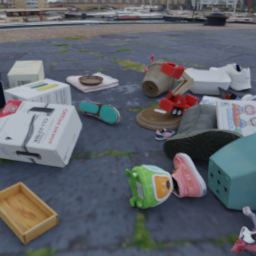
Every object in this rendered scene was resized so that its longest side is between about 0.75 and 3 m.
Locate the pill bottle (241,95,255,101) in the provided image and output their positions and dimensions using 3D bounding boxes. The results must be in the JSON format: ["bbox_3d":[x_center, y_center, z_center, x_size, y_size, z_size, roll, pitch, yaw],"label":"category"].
[{"bbox_3d":[4.900,-0.478,10.004,0.998,0.998,1.798,-15,30,-29],"label":"pill bottle"}]

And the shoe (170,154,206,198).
[{"bbox_3d":[1.323,1.175,7.140,0.700,0.550,1.538,-1,30,-15],"label":"shoe"}]

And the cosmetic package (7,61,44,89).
[{"bbox_3d":[-5.185,-2.644,14.427,1.449,1.023,2.800,-5,27,-12],"label":"cosmetic package"}]

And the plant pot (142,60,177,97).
[{"bbox_3d":[1.351,-2.174,13.200,1.547,1.547,1.343,15,46,28],"label":"plant pot"}]

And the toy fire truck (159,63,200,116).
[{"bbox_3d":[1.917,-1.320,10.197,2.388,1.684,0.582,5,24,-43],"label":"toy fire truck"}]

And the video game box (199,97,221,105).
[{"bbox_3d":[3.716,-0.984,11.865,1.215,0.284,1.107,11,25,21],"label":"video game box"}]

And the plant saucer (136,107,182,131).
[{"bbox_3d":[1.230,-0.396,10.698,1.888,0.278,1.888,-1,25,0],"label":"plant saucer"}]

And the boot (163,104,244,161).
[{"bbox_3d":[2.554,0.028,8.784,2.524,1.007,2.777,1,19,31],"label":"boot"}]

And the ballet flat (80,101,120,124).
[{"bbox_3d":[-0.989,-0.613,10.820,1.942,0.671,0.691,18,2,30],"label":"ballet flat"}]

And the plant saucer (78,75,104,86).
[{"bbox_3d":[-1.860,-2.352,14.002,1.283,0.221,1.283,1,28,0],"label":"plant saucer"}]

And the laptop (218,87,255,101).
[{"bbox_3d":[5.051,-1.393,11.662,2.157,1.114,1.912,24,28,0],"label":"laptop"}]

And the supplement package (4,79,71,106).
[{"bbox_3d":[-3.233,-0.826,10.283,1.396,1.386,1.840,19,32,33],"label":"supplement package"}]

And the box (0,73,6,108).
[{"bbox_3d":[-5.840,-1.621,12.136,0.856,1.187,1.600,-11,29,-23],"label":"box"}]

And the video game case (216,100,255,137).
[{"bbox_3d":[3.708,0.145,8.291,2.002,0.261,2.199,2,60,6],"label":"video game case"}]

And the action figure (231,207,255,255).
[{"bbox_3d":[2.939,2.128,5.075,2.095,1.560,1.403,-13,-15,5],"label":"action figure"}]

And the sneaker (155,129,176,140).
[{"bbox_3d":[1.291,0.167,9.459,0.814,0.334,0.286,-15,30,-28],"label":"sneaker"}]

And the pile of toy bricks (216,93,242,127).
[{"bbox_3d":[3.813,-0.359,9.948,1.095,1.230,2.218,36,19,-2],"label":"pile of toy bricks"}]

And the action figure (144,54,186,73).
[{"bbox_3d":[2.156,-3.719,16.517,2.465,1.220,0.804,-6,26,-7],"label":"action figure"}]

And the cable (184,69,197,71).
[{"bbox_3d":[3.020,-3.253,16.276,1.903,0.479,0.924,6,15,15],"label":"cable"}]

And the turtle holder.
[{"bbox_3d":[0.467,1.366,6.497,0.906,1.275,0.969,-9,64,-16],"label":"turtle holder"}]

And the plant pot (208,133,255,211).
[{"bbox_3d":[2.978,1.038,6.575,1.969,1.392,1.391,-11,28,-13],"label":"plant pot"}]

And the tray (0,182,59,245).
[{"bbox_3d":[-2.322,1.813,6.158,1.604,0.297,0.791,24,34,38],"label":"tray"}]

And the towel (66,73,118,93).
[{"bbox_3d":[-1.895,-2.441,14.782,2.096,0.354,2.195,-16,29,-29],"label":"towel"}]

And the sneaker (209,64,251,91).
[{"bbox_3d":[5.317,-2.827,14.599,1.037,1.212,2.782,-14,28,-25],"label":"sneaker"}]

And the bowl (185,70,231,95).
[{"bbox_3d":[3.882,-2.241,13.883,2.089,0.780,2.086,3,26,8],"label":"bowl"}]

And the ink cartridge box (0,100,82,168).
[{"bbox_3d":[-2.707,0.128,8.226,2.228,0.933,1.608,7,53,12],"label":"ink cartridge box"}]

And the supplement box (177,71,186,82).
[{"bbox_3d":[2.544,-2.894,15.551,1.270,0.467,0.800,-19,32,-33],"label":"supplement box"}]
